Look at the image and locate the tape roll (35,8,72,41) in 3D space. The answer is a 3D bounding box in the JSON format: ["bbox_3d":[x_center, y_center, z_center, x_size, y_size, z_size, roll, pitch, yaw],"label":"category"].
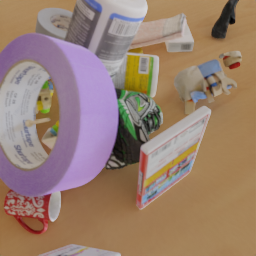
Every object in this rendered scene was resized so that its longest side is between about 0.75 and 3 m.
[{"bbox_3d":[-2.114,-3.162,9.012,1.611,0.532,1.611,14,47,-15],"label":"tape roll"}]

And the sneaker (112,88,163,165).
[{"bbox_3d":[0.213,-0.226,6.071,1.232,1.128,2.891,0,26,-3],"label":"sneaker"}]

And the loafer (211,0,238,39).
[{"bbox_3d":[3.482,-3.816,9.756,0.577,0.558,1.643,27,83,18],"label":"loafer"}]

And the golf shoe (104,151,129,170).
[{"bbox_3d":[-0.435,0.605,5.994,1.173,0.554,0.456,-7,8,10],"label":"golf shoe"}]

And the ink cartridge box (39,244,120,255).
[{"bbox_3d":[-0.806,2.176,4.239,1.173,0.855,0.486,-10,81,39],"label":"ink cartridge box"}]

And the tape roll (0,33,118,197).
[{"bbox_3d":[-1.516,-0.211,5.077,2.745,2.745,0.901,41,23,30],"label":"tape roll"}]

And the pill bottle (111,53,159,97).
[{"bbox_3d":[-0.225,-1.468,7.565,2.008,1.115,1.115,6,49,2],"label":"pill bottle"}]

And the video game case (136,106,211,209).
[{"bbox_3d":[0.775,0.632,5.194,1.445,2.021,0.176,-31,57,-24],"label":"video game case"}]

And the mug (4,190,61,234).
[{"bbox_3d":[-1.863,1.533,5.373,0.917,0.612,0.814,2,47,7],"label":"mug"}]

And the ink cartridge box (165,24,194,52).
[{"bbox_3d":[1.676,-3.190,9.613,0.828,0.383,1.520,-2,48,-2],"label":"ink cartridge box"}]

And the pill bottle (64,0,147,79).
[{"bbox_3d":[-0.662,-1.825,5.986,1.330,2.338,1.330,18,42,-17],"label":"pill bottle"}]

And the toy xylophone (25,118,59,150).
[{"bbox_3d":[-1.249,0.147,5.611,1.828,1.338,0.459,-2,47,46],"label":"toy xylophone"}]

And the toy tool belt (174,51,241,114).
[{"bbox_3d":[2.162,-1.120,7.241,1.818,1.135,1.117,-21,85,10],"label":"toy tool belt"}]

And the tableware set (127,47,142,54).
[{"bbox_3d":[-0.267,-2.351,8.926,1.451,0.330,2.153,7,46,-5],"label":"tableware set"}]

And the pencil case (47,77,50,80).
[{"bbox_3d":[-2.250,-1.676,8.151,0.317,0.353,0.813,34,58,7],"label":"pencil case"}]

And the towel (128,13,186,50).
[{"bbox_3d":[0.838,-3.066,8.801,1.882,0.318,1.971,-7,32,18],"label":"towel"}]

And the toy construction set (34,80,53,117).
[{"bbox_3d":[-2.944,-0.725,6.876,2.455,1.131,1.610,-24,49,-16],"label":"toy construction set"}]
